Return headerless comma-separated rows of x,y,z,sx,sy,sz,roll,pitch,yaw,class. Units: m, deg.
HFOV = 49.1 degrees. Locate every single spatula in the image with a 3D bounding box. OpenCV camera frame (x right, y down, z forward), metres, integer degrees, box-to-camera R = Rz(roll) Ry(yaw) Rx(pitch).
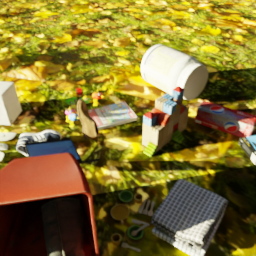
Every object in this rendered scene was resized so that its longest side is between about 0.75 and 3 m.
-6.211,0.778,11.229,2.862,0.230,1.990,0,39,0,spatula

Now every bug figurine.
-2.040,-0.926,12.391,2.176,0.560,1.687,-47,26,-26,bug figurine

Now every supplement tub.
2.323,-2.829,14.311,2.152,2.152,2.969,-26,44,-29,supplement tub

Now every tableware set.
0.029,2.749,8.603,1.299,0.296,1.929,11,39,15,tableware set

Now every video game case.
-0.827,-0.574,13.010,2.086,0.182,1.492,-15,40,-19,video game case

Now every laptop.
-2.389,0.855,9.932,1.897,1.106,2.141,-6,-7,-36,laptop

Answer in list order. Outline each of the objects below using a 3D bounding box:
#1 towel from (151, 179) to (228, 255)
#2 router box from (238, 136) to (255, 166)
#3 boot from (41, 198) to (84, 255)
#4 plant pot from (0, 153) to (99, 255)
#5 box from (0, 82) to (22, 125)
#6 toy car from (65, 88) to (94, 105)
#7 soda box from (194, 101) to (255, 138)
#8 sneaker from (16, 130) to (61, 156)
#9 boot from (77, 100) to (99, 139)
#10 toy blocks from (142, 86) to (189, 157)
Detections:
1.828,2.578,8.347,1.687,0.872,2.038,23,43,28,towel
5.181,0.885,10.957,1.066,0.365,1.429,-8,38,-10,router box
-2.139,3.093,7.560,2.181,0.870,2.399,-1,46,-24,boot
-2.285,2.130,7.697,2.655,2.652,2.340,-6,30,-8,plant pot
-6.395,-1.156,12.613,2.527,1.572,1.232,5,38,6,box
-2.533,-1.444,14.037,1.337,0.317,1.421,-30,46,-32,toy car
4.232,-0.373,12.254,2.440,0.774,0.854,21,44,24,soda box
-3.566,0.610,11.103,1.737,0.609,0.942,-5,33,4,sneaker
-1.620,-0.376,11.467,0.634,1.680,0.619,-3,20,29,boot
1.568,-0.439,11.355,1.444,1.975,2.890,29,47,32,toy blocks
